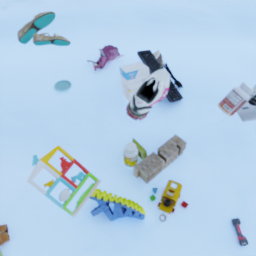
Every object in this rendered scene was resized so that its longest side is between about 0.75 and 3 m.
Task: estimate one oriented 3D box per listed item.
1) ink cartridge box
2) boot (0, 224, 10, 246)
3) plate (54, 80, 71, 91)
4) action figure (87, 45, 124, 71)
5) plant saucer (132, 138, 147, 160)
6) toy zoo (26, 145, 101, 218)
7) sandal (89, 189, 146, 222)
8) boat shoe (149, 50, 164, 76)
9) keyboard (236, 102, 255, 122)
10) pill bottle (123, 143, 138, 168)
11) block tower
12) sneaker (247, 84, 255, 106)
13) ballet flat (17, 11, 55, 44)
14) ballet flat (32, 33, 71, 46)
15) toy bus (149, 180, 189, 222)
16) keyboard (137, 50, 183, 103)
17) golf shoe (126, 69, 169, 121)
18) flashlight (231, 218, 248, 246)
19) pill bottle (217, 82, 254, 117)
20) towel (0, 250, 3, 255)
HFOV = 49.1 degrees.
[{"bbox_3d":[0.322,-1.888,12.284,1.043,1.623,1.016,-15,32,-13],"label":"ink cartridge box"},{"bbox_3d":[-4.149,3.099,8.447,0.948,0.451,1.225,-22,64,-18],"label":"boot"},{"bbox_3d":[-3.090,-1.983,13.274,0.807,0.103,0.807,1,47,-1],"label":"plate"},{"bbox_3d":[-1.247,-3.446,14.306,1.281,1.152,1.720,40,62,-22],"label":"action figure"},{"bbox_3d":[0.397,0.840,10.288,0.184,0.767,0.768,-36,56,-15],"label":"plant saucer"},{"bbox_3d":[-1.520,1.137,6.371,1.599,0.164,1.049,44,66,-14],"label":"toy zoo"},{"bbox_3d":[-0.406,2.559,8.841,1.951,0.775,0.849,17,84,7],"label":"sandal"},{"bbox_3d":[1.308,-2.943,13.683,0.771,0.931,2.592,42,37,-20],"label":"boat shoe"},{"bbox_3d":[3.892,-0.630,9.006,0.829,0.157,2.947,-14,11,17],"label":"keyboard"},{"bbox_3d":[0.089,0.967,10.028,0.528,0.936,0.528,0,48,0],"label":"pill bottle"},{"bbox_3d":[1.177,1.128,10.116,2.188,0.591,0.633,-33,55,-26],"label":"block tower"},{"bbox_3d":[4.020,-1.244,8.024,0.536,1.426,0.578,33,43,-21],"label":"sneaker"},{"bbox_3d":[-2.985,-3.304,8.918,1.496,0.528,0.488,-35,69,8],"label":"ballet flat"},{"bbox_3d":[-2.167,-2.538,7.955,1.081,0.381,0.353,-8,80,-33],"label":"ballet flat"},{"bbox_3d":[1.342,2.260,9.084,1.098,0.601,1.164,-15,49,-13],"label":"toy bus"},{"bbox_3d":[1.633,-2.409,12.705,1.780,0.288,2.801,-21,75,-49],"label":"keyboard"},{"bbox_3d":[0.734,-1.083,7.844,0.750,0.951,2.066,34,52,1],"label":"golf shoe"},{"bbox_3d":[3.406,3.150,8.510,0.272,0.273,0.804,19,44,-19],"label":"flashlight"},{"bbox_3d":[3.128,-0.831,8.122,0.549,0.979,0.549,32,26,-17],"label":"pill bottle"},{"bbox_3d":[-4.390,3.184,7.656,1.867,0.213,1.341,45,28,17],"label":"towel"}]
